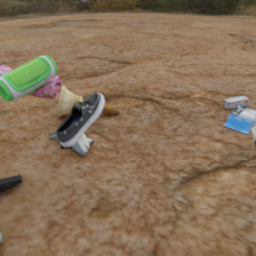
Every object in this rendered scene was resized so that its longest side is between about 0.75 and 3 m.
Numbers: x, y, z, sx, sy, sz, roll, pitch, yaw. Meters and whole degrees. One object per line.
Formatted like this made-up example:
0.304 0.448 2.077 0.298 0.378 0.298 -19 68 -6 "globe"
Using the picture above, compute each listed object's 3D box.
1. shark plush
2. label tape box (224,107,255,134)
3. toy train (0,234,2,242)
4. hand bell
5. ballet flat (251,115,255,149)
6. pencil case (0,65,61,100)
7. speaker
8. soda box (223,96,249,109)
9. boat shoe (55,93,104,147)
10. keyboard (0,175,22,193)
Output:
-2.513 0.474 11.614 2.197 0.998 0.915 17 65 19 "shark plush"
5.424 -0.403 13.251 1.140 0.526 1.591 24 37 35 "label tape box"
-4.468 2.665 7.602 1.443 1.079 2.532 -28 40 -24 "toy train"
-1.886 -1.072 13.972 2.967 1.545 1.545 9 30 -8 "hand bell"
4.220 -0.070 8.663 0.748 2.015 0.748 10 20 -3 "ballet flat"
-3.125 -1.420 8.825 1.911 0.827 0.791 13 -9 -1 "pencil case"
-2.854 -1.418 7.955 0.748 0.748 1.691 24 50 35 "speaker"
5.755 -1.356 14.963 1.335 0.424 0.456 -11 32 -19 "soda box"
-1.320 -0.371 7.605 0.651 0.617 1.861 17 60 36 "boat shoe"
-4.573 2.072 9.366 1.979 0.392 1.030 -12 10 -18 "keyboard"
